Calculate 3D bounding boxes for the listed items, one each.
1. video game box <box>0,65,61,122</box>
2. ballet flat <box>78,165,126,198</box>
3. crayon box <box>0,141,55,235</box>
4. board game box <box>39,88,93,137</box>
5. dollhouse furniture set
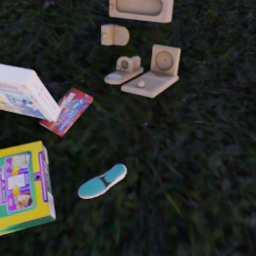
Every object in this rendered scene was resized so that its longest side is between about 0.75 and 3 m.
[{"bbox_3d":[-3.351,-1.038,8.104,2.252,2.052,0.527,12,64,14],"label":"video game box"},{"bbox_3d":[-0.651,1.517,7.576,1.439,0.500,0.500,-31,63,-18],"label":"ballet flat"},{"bbox_3d":[-3.052,1.592,7.446,1.853,0.626,2.148,-13,60,-6],"label":"crayon box"},{"bbox_3d":[-1.969,-0.553,9.040,0.860,0.162,1.671,27,62,17],"label":"board game box"},{"bbox_3d":[0.137,-2.708,8.426,2.524,2.654,2.162,16,30,23],"label":"dollhouse furniture set"}]
